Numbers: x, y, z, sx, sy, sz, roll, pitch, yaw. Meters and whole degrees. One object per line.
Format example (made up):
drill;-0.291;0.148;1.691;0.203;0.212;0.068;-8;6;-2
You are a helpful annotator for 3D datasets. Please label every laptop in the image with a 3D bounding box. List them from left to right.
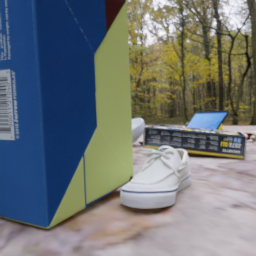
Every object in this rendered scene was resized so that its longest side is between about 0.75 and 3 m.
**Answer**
laptop;1.999;0.028;10.636;2.666;1.377;2.363;0;1;-15

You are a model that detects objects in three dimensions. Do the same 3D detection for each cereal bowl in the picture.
cereal bowl;-0.028;0.250;10.945;1.563;0.651;1.563;-23;15;7

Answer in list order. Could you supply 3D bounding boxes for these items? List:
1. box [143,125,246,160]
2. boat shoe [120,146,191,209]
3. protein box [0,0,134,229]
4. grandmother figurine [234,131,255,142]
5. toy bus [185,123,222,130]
box;2.051;0.348;8.515;2.739;0.676;2.187;5;5;18
boat shoe;0.458;0.582;3.834;0.668;0.657;1.883;1;2;29
protein box;-1.501;-0.422;3.775;2.600;2.581;1.754;1;6;29
grandmother figurine;5.271;0.389;12.763;1.920;0.581;1.164;-4;13;-29
toy bus;4.153;0.139;14.888;1.667;0.913;1.766;29;-43;-19
